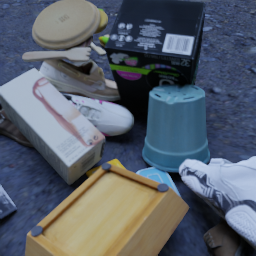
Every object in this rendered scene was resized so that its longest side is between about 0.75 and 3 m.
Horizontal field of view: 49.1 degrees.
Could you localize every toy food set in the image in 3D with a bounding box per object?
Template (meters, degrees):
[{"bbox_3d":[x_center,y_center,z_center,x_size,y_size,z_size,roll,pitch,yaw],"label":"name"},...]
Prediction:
[{"bbox_3d":[-0.469,-4.046,12.808,2.471,0.496,1.706,-20,42,-23],"label":"toy food set"},{"bbox_3d":[-1.527,-2.639,7.348,1.974,0.574,2.860,1,60,12],"label":"toy food set"}]

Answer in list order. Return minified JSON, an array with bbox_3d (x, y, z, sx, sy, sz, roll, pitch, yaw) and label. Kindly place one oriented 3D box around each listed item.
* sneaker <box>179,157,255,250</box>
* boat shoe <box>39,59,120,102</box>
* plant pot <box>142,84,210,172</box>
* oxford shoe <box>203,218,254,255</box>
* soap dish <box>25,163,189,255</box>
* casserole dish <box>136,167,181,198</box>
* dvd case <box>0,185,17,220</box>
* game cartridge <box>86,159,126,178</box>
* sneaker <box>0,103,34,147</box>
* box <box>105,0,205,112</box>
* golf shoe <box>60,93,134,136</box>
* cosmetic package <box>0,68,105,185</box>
[{"bbox_3d":[2.048,0.858,4.732,1.614,1.055,2.808,-47,20,0],"label":"sneaker"},{"bbox_3d":[-1.166,-1.457,8.133,2.794,0.966,1.030,5,26,-42],"label":"boat shoe"},{"bbox_3d":[1.126,-0.090,6.597,1.656,1.622,1.656,-3,27,2],"label":"plant pot"},{"bbox_3d":[1.636,2.121,4.697,0.795,0.684,1.883,-2,11,27],"label":"oxford shoe"},{"bbox_3d":[-0.361,1.681,4.780,1.859,0.960,2.363,15,41,37],"label":"soap dish"},{"bbox_3d":[0.633,1.358,6.081,0.901,0.289,1.487,-9,39,-12],"label":"casserole dish"},{"bbox_3d":[-2.812,1.405,5.571,1.013,0.125,0.761,50,32,9],"label":"dvd case"},{"bbox_3d":[-0.441,1.111,6.524,0.837,0.136,0.738,-23,44,-25],"label":"game cartridge"},{"bbox_3d":[-2.899,-0.227,7.470,2.562,0.968,0.902,12,44,14],"label":"sneaker"},{"bbox_3d":[0.822,-1.784,7.692,2.110,2.841,1.766,11,68,13],"label":"box"},{"bbox_3d":[-1.122,-0.339,7.430,2.552,0.927,1.175,12,2,20],"label":"golf shoe"},{"bbox_3d":[-1.715,-0.033,6.343,2.383,1.232,1.040,44,64,13],"label":"cosmetic package"}]
